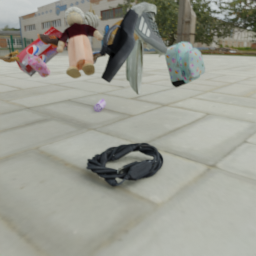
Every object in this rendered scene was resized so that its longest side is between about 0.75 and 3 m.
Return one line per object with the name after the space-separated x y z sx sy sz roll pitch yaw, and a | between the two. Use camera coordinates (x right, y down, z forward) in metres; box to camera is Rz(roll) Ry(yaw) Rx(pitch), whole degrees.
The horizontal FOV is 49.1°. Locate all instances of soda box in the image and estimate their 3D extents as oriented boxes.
-3.647 -3.229 11.819 0.707 0.781 2.230 34 68 16 | soda box

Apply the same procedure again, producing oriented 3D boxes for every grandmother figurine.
-1.335 -2.400 7.586 1.278 2.107 0.638 -10 -22 -8 | grandmother figurine

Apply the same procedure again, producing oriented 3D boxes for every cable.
-0.058 0.921 7.618 1.750 0.545 2.144 9 23 40 | cable

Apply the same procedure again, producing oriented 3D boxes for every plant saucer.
0.211 -2.107 9.587 0.481 1.916 1.916 4 19 7 | plant saucer
0.056 -4.692 13.350 2.517 0.446 2.517 -10 44 10 | plant saucer

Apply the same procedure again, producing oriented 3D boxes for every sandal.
-0.294 -1.853 6.087 0.559 0.992 2.609 27 37 -17 | sandal

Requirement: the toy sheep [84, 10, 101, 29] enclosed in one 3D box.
-1.206 -3.346 8.779 0.886 0.611 0.611 -31 31 -23 | toy sheep

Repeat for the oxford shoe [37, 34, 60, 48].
-2.547 -2.926 9.152 0.364 0.357 1.003 -27 -5 22 | oxford shoe

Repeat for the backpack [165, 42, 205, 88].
1.966 -2.295 9.841 1.256 1.428 1.095 -27 7 -41 | backpack

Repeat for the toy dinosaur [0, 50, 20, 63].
-3.646 -2.086 8.459 0.666 0.379 1.253 -16 4 12 | toy dinosaur

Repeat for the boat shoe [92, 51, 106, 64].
-1.707 -3.266 13.189 1.455 0.527 0.526 -11 5 -3 | boat shoe

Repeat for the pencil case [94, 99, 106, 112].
-1.359 -1.081 13.487 0.410 0.418 0.978 4 18 7 | pencil case

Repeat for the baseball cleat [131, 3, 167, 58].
0.656 -3.198 8.757 2.140 1.139 0.746 49 20 26 | baseball cleat

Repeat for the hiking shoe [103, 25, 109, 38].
-0.932 -4.473 13.048 0.333 0.768 0.286 -5 -20 32 | hiking shoe

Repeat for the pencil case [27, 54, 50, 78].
-3.494 -2.409 10.991 0.487 0.487 1.115 5 -16 14 | pencil case
